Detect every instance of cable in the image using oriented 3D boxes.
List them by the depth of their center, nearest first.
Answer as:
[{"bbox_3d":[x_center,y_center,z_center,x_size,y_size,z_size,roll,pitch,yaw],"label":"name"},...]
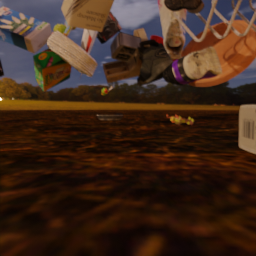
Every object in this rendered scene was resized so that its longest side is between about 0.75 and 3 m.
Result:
[{"bbox_3d":[-1.553,-2.058,7.897,1.552,0.537,1.552,37,1,-14],"label":"cable"}]

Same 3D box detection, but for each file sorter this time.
[{"bbox_3d":[2.446,-2.998,6.184,2.432,1.515,1.688,-11,51,-16],"label":"file sorter"}]

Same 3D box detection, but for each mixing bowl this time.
[{"bbox_3d":[1.590,-3.288,12.686,1.817,0.984,1.817,21,34,-15],"label":"mixing bowl"}]

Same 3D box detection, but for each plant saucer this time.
[{"bbox_3d":[3.013,-2.681,9.703,2.925,2.925,0.472,4,-31,43],"label":"plant saucer"}]

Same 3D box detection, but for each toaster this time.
[{"bbox_3d":[-0.136,-3.138,10.868,1.093,0.648,0.988,7,-25,-26],"label":"toaster"}]

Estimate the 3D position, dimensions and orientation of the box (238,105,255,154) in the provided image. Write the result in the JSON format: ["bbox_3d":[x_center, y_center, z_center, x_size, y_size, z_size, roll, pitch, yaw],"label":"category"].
[{"bbox_3d":[3.090,0.012,4.531,2.307,0.789,0.948,1,5,2],"label":"box"}]

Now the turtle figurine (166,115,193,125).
[{"bbox_3d":[2.015,-0.280,10.800,0.925,0.370,1.148,6,0,-12],"label":"turtle figurine"}]

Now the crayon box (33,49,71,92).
[{"bbox_3d":[-2.555,-2.038,9.556,1.138,0.558,1.916,-33,-3,-20],"label":"crayon box"}]

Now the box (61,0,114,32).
[{"bbox_3d":[-0.726,-3.563,6.514,1.006,0.837,2.448,-2,-39,-31],"label":"box"}]

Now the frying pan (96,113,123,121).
[{"bbox_3d":[-0.955,-0.582,14.610,1.364,0.367,2.255,1,3,-3],"label":"frying pan"}]

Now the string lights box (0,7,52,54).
[{"bbox_3d":[-3.424,-3.065,8.736,1.839,0.945,0.542,24,-34,13],"label":"string lights box"}]

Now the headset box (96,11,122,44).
[{"bbox_3d":[-0.862,-4.102,11.419,1.118,0.832,0.432,-44,24,-17],"label":"headset box"}]

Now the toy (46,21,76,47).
[{"bbox_3d":[-2.594,-3.510,10.636,0.630,2.667,1.536,32,-45,-16],"label":"toy"}]

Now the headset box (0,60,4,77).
[{"bbox_3d":[-3.975,-2.330,6.689,0.837,2.166,1.612,-24,-20,3],"label":"headset box"}]

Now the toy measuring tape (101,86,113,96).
[{"bbox_3d":[-1.030,-1.843,13.414,0.292,0.292,0.794,5,43,45],"label":"toy measuring tape"}]

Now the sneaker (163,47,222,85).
[{"bbox_3d":[1.545,-1.466,6.929,1.025,0.717,2.062,-16,1,41],"label":"sneaker"}]

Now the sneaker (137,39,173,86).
[{"bbox_3d":[0.711,-2.114,9.173,0.807,1.209,2.111,-22,-3,-17],"label":"sneaker"}]

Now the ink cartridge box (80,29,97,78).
[{"bbox_3d":[-1.437,-2.916,9.563,0.570,1.997,1.623,23,-22,-8],"label":"ink cartridge box"}]

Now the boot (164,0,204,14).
[{"bbox_3d":[0.950,-2.752,5.527,1.130,0.391,0.984,34,1,44],"label":"boot"}]

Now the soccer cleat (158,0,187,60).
[{"bbox_3d":[1.582,-3.495,9.505,0.932,1.151,2.667,-6,-33,11],"label":"soccer cleat"}]

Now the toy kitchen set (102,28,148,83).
[{"bbox_3d":[-0.001,-2.703,12.107,1.953,1.766,2.164,-14,-23,-7],"label":"toy kitchen set"}]
